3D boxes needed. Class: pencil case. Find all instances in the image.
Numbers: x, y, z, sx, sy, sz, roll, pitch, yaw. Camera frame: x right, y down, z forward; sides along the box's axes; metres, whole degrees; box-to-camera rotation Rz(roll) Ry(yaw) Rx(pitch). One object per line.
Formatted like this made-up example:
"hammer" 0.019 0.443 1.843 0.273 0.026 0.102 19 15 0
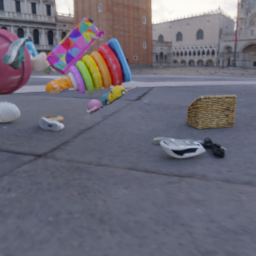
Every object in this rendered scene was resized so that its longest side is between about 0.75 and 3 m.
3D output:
"pencil case" -2.095 -3.185 10.975 2.414 1.067 1.067 -45 19 1

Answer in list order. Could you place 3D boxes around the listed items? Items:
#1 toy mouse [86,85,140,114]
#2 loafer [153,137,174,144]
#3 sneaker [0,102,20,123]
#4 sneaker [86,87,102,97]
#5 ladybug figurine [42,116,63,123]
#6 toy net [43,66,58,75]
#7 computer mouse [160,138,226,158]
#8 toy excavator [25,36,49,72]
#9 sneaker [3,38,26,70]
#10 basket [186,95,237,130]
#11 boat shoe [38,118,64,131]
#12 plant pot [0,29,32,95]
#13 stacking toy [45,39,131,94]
"toy mouse" -0.647 -0.701 7.339 1.546 0.299 1.374 -33 5 -35
"loafer" 1.348 0.474 10.563 0.829 0.290 0.289 3 22 13
"sneaker" -6.706 -0.594 13.681 2.808 1.073 1.130 -2 25 8
"sneaker" -1.254 -2.543 11.780 0.844 2.292 1.325 12 41 -45
"ladybug figurine" -3.661 -0.331 13.457 1.103 0.397 0.748 -6 16 -23
"toy net" -3.383 -2.463 12.128 0.826 0.434 0.160 18 34 20
"computer mouse" 2.072 0.715 9.333 2.246 0.493 1.232 1 18 -19
"toy excavator" -4.659 -2.962 12.440 2.841 1.460 2.922 -12 32 7
"sneaker" -3.436 -2.294 8.743 0.466 0.548 1.202 -4 54 28
"basket" 3.884 -0.884 13.312 2.082 1.551 1.486 -5 15 -15
"boat shoe" -3.516 -0.145 12.761 1.327 0.488 0.434 19 18 26
"plant pot" -4.826 -2.101 9.620 2.337 2.337 2.092 2 24 6
"stacking toy" -1.325 -1.615 8.711 2.597 1.425 1.507 -25 13 -15
